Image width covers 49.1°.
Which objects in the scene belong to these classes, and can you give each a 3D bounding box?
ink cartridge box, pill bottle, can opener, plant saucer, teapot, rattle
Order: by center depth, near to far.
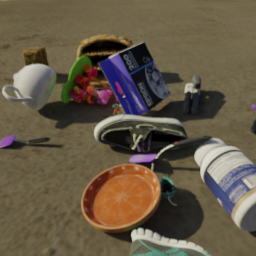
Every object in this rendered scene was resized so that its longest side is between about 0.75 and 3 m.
[{"bbox_3d":[-0.166,1.717,6.981,2.007,0.324,2.007,-11,35,8],"label":"plant saucer"},{"bbox_3d":[2.656,1.288,7.082,1.287,1.287,2.317,-10,34,-14],"label":"pill bottle"},{"bbox_3d":[0.350,-1.815,10.595,0.529,2.416,2.439,-18,15,47],"label":"ink cartridge box"},{"bbox_3d":[-3.751,-1.676,10.770,1.394,1.884,1.909,24,-8,-6],"label":"teapot"},{"bbox_3d":[-0.246,-0.917,10.966,1.265,0.823,0.903,-31,41,-19],"label":"rattle"},{"bbox_3d":[2.660,-1.456,11.605,0.628,0.787,2.355,8,35,11],"label":"can opener"}]

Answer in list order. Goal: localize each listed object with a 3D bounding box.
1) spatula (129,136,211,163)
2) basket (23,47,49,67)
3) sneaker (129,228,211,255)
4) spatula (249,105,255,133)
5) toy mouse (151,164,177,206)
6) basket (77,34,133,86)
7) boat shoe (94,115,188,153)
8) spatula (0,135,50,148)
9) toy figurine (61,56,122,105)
[{"bbox_3d":[1.162,0.628,8.046,2.490,0.256,0.704,-22,4,25],"label":"spatula"},{"bbox_3d":[-4.397,-3.103,13.506,1.042,1.399,0.998,-7,35,-11],"label":"basket"},{"bbox_3d":[0.834,2.711,5.696,1.786,0.693,0.815,8,50,19],"label":"sneaker"},{"bbox_3d":[4.839,-0.380,10.501,0.611,0.222,2.162,18,40,23],"label":"spatula"},{"bbox_3d":[0.685,1.731,7.207,1.454,0.317,1.636,23,45,40],"label":"toy mouse"},{"bbox_3d":[-1.012,-3.248,13.234,2.727,1.946,2.031,-1,33,-1],"label":"basket"},{"bbox_3d":[0.430,0.233,8.866,2.974,1.052,0.947,-3,32,-7],"label":"boat shoe"},{"bbox_3d":[-3.423,0.426,9.236,1.752,0.180,0.495,-2,41,3],"label":"spatula"},{"bbox_3d":[-1.286,-1.618,11.501,2.080,1.697,2.260,23,62,16],"label":"toy figurine"}]
